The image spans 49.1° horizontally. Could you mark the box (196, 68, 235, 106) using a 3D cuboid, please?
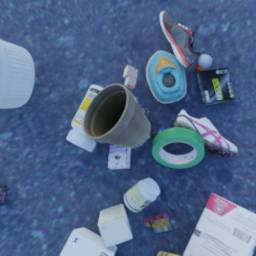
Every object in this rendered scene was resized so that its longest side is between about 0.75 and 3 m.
[{"bbox_3d":[3.416,-1.620,10.918,1.275,0.314,1.320,-9,83,-13],"label":"box"}]

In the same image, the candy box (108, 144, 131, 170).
[{"bbox_3d":[-0.329,1.062,10.487,0.767,0.327,0.914,-7,63,21],"label":"candy box"}]

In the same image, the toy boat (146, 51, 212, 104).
[{"bbox_3d":[1.927,-2.151,10.705,2.474,1.150,2.079,-19,84,-1],"label":"toy boat"}]

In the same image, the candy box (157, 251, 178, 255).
[{"bbox_3d":[1.762,4.912,9.448,1.340,2.296,0.648,40,65,2],"label":"candy box"}]

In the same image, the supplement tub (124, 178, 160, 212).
[{"bbox_3d":[0.501,2.449,10.244,0.846,0.846,1.167,48,116,4],"label":"supplement tub"}]

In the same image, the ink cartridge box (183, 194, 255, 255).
[{"bbox_3d":[3.360,3.938,9.796,1.885,1.098,2.604,23,85,34],"label":"ink cartridge box"}]

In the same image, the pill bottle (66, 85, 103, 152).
[{"bbox_3d":[-1.323,-0.337,10.470,1.284,1.284,2.247,27,86,2],"label":"pill bottle"}]

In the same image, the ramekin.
[{"bbox_3d":[-4.422,-1.870,10.083,1.319,2.514,2.514,2,83,-44],"label":"ramekin"}]

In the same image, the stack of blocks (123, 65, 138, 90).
[{"bbox_3d":[0.071,-1.949,10.788,0.463,0.235,0.804,22,64,-27],"label":"stack of blocks"}]

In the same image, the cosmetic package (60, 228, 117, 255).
[{"bbox_3d":[-1.408,4.468,9.491,1.531,1.857,1.532,26,75,10],"label":"cosmetic package"}]

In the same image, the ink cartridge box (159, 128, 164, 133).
[{"bbox_3d":[1.273,0.326,10.781,0.293,0.523,0.766,23,87,3],"label":"ink cartridge box"}]

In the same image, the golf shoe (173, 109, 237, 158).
[{"bbox_3d":[2.993,0.232,10.496,2.709,0.983,1.247,26,73,-10],"label":"golf shoe"}]

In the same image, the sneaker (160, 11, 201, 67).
[{"bbox_3d":[2.054,-3.547,10.743,0.993,0.935,2.426,-29,78,26],"label":"sneaker"}]

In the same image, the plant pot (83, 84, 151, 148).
[{"bbox_3d":[-0.226,-0.184,9.403,1.748,2.014,2.014,35,84,-40],"label":"plant pot"}]

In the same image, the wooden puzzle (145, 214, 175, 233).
[{"bbox_3d":[1.208,3.608,10.538,1.121,0.079,0.665,-17,99,16],"label":"wooden puzzle"}]

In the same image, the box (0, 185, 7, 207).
[{"bbox_3d":[-5.169,2.507,10.149,0.916,1.387,0.796,6,85,1],"label":"box"}]

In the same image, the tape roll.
[{"bbox_3d":[1.787,0.766,10.067,1.832,1.832,0.440,9,47,1],"label":"tape roll"}]

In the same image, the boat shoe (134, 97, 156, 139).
[{"bbox_3d":[0.624,-0.437,10.829,0.576,0.607,1.737,-21,86,-5],"label":"boat shoe"}]

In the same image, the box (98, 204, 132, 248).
[{"bbox_3d":[-0.463,3.320,9.724,0.969,2.040,0.793,-18,86,-4],"label":"box"}]
